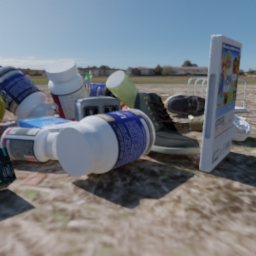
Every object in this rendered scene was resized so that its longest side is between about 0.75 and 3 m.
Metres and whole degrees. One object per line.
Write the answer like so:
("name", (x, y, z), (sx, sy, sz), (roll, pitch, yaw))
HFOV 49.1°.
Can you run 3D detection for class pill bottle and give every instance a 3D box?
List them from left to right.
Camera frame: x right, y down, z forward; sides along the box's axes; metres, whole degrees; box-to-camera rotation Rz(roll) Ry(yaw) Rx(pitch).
("pill bottle", (-5.234, -1.643, 12.504), (2.991, 1.673, 1.673), (26, 21, 21))
("pill bottle", (-3.955, -1.105, 10.560), (2.405, 1.336, 1.336), (42, 22, 8))
("pill bottle", (-2.333, 0.420, 6.961), (1.406, 0.815, 0.815), (3, 12, 15))
("pill bottle", (-2.237, -1.285, 10.614), (1.303, 2.378, 1.303), (-6, 39, 5))
("pill bottle", (-2.044, -2.119, 17.954), (2.622, 1.466, 1.466), (6, 13, 26))
("pill bottle", (-0.457, 0.307, 6.368), (1.274, 1.274, 2.201), (8, 14, 36))

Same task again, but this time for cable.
("cable", (3.373, -0.144, 9.298), (1.439, 0.498, 1.439), (37, 28, 24))

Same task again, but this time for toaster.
("toaster", (-0.985, -0.381, 9.189), (1.399, 1.547, 0.918), (-4, 8, -23))

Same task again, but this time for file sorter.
("file sorter", (5.064, -1.944, 16.234), (2.031, 1.823, 2.927), (-6, 13, -24))

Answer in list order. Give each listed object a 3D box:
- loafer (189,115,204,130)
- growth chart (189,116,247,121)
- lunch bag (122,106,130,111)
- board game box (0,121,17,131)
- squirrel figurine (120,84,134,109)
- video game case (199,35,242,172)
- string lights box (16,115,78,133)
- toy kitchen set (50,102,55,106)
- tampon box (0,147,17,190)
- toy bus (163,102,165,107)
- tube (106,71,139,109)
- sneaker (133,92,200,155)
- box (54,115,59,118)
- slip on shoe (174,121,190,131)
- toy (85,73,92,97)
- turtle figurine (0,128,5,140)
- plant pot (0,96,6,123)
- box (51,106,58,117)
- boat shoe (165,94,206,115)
("loafer", (3.115, -0.229, 10.826), (1.717, 0.653, 0.579), (-19, 21, -32))
("growth chart", (3.999, -0.375, 12.521), (2.467, 0.219, 1.785), (-4, 13, -18))
("lunch bag", (0.746, -0.620, 12.283), (1.824, 0.747, 1.606), (-4, 12, -17))
("board game box", (-4.396, -0.029, 10.395), (1.123, 0.347, 1.124), (-6, 13, -30))
("squirrel figurine", (0.071, -1.844, 15.665), (1.086, 1.433, 1.535), (3, -7, -19))
("video game case", (2.271, -0.611, 6.750), (0.262, 2.909, 2.083), (10, 15, 31))
("string lights box", (-2.518, 0.096, 8.875), (1.193, 0.685, 2.322), (-11, 16, -39))
("toy kitchen set", (-3.877, -1.404, 15.751), (1.051, 1.288, 1.162), (-44, 20, -6))
("tampon box", (-2.594, 0.809, 4.960), (0.900, 0.674, 0.568), (-10, -18, -45))
("toy bus", (2.408, -1.167, 15.648), (0.627, 0.521, 1.601), (-6, 13, -24))
("tube", (0.323, -0.779, 9.625), (0.731, 0.817, 2.818), (-13, -37, 30))
("sneaker", (0.853, -0.184, 7.714), (1.080, 1.534, 2.888), (7, 5, -35))
("box", (-2.788, -0.483, 12.970), (1.192, 0.207, 0.656), (-3, 13, -14))
("slip on shoe", (1.903, -0.091, 10.610), (1.038, 0.395, 0.315), (-6, 8, -34))
("toy", (-2.206, -1.875, 14.451), (0.452, 1.916, 1.103), (7, 35, -14))
("turtle figurine", (-4.446, 0.181, 7.954), (2.664, 0.858, 2.148), (0, 12, 8))
("plant pot", (-5.118, -0.699, 9.317), (1.598, 2.251, 2.251), (25, 16, 9))
("box", (-3.980, -0.799, 13.966), (1.922, 0.442, 1.527), (-4, 12, -20))
("boat shoe", (3.271, -1.181, 14.410), (2.981, 1.072, 0.966), (0, 5, -30))
